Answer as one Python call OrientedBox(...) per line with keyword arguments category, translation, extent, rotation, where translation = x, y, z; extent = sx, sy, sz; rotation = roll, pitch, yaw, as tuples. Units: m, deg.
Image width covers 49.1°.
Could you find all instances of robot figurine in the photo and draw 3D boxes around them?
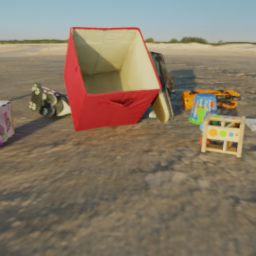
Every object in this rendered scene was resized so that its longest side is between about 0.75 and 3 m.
OrientedBox(category="robot figurine", translation=(3.663, -1.276, 12.427), extent=(2.502, 0.728, 1.814), rotation=(0, 18, 3))

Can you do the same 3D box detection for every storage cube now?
OrientedBox(category="storage cube", translation=(-0.702, -1.486, 9.056), extent=(2.308, 2.700, 2.427), rotation=(-8, -22, -22))

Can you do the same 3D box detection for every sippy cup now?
OrientedBox(category="sippy cup", translation=(2.804, -0.728, 10.322), extent=(1.072, 1.001, 1.366), rotation=(-3, 18, -12))

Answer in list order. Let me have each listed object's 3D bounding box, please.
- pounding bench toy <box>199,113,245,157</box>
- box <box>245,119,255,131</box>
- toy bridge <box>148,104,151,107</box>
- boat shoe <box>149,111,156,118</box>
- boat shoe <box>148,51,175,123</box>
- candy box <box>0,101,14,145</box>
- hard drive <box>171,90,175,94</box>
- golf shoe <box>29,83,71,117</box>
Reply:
OrientedBox(category="pounding bench toy", translation=(2.694, 0.086, 8.024), extent=(1.134, 0.904, 1.454), rotation=(7, 20, 22))
OrientedBox(category="box", translation=(4.546, -0.104, 9.750), extent=(0.690, 0.182, 0.885), rotation=(2, 19, 6))
OrientedBox(category="toy bridge", translation=(-0.223, -1.128, 12.568), extent=(2.565, 0.349, 0.862), rotation=(2, 18, 7))
OrientedBox(category="boat shoe", translation=(1.077, -0.573, 11.113), extent=(0.254, 0.294, 0.817), rotation=(24, 33, 14))
OrientedBox(category="boat shoe", translation=(1.142, -1.542, 9.591), extent=(0.945, 2.915, 1.067), rotation=(-9, -24, -11))
OrientedBox(category="candy box", translation=(-3.907, -0.066, 8.121), extent=(0.505, 1.130, 1.656), rotation=(2, 19, 1))
OrientedBox(category="hard drive", translation=(2.197, -2.014, 15.579), extent=(0.797, 0.151, 0.557), rotation=(5, 18, 17))
OrientedBox(category="golf shoe", translation=(-3.216, -1.052, 11.613), extent=(1.310, 1.148, 2.973), rotation=(7, 16, -38))
